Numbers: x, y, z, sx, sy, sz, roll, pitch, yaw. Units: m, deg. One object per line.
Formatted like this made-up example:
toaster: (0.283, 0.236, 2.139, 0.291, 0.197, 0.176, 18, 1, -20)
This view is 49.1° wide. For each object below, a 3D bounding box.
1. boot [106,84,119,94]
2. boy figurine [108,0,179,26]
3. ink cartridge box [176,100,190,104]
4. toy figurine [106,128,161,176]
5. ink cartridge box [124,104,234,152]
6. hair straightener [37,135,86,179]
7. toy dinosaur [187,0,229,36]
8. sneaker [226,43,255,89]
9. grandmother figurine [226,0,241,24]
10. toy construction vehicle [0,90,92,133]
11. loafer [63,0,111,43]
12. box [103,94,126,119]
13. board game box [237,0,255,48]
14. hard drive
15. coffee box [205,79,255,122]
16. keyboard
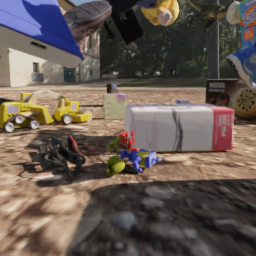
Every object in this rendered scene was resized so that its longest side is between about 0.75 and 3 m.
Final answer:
boot: (-0.679, -1.832, 15.258, 0.883, 1.145, 2.363, 2, 10, 9)
boy figurine: (0.295, -2.575, 5.264, 0.861, 1.662, 2.674, -41, -1, 23)
ink cartridge box: (2.899, -1.333, 14.881, 0.552, 0.309, 0.810, -1, 8, -5)
toy figurine: (0.163, 0.379, 4.054, 0.610, 0.537, 1.018, 9, 13, 20)
ink cartridge box: (0.921, -0.052, 5.659, 1.908, 0.809, 1.389, -3, 10, -5)
hair straightener: (-1.093, 0.443, 4.420, 0.651, 0.346, 1.691, -4, 15, -19)
toy dinosaur: (2.644, -3.845, 9.612, 0.568, 1.055, 2.393, 3, 29, -41)
sneaker: (1.761, -0.875, 3.888, 0.497, 0.438, 1.115, -35, -18, 25)
grandmother figurine: (3.429, -3.251, 6.911, 2.045, 1.240, 0.619, -22, 19, 31)
toy construction vehicle: (-2.725, -0.643, 8.592, 2.819, 0.993, 2.455, -8, 12, -39)
loafer: (-1.325, -2.482, 7.011, 2.155, 0.679, 0.775, -36, 59, -19)
box: (-0.467, -0.746, 9.681, 0.744, 0.846, 0.409, -3, 10, -12)
board game box: (3.037, -2.042, 6.024, 0.388, 1.722, 1.310, -11, 5, -17)
hard drive: (-1.870, -2.313, 4.405, 0.349, 2.753, 1.816, -35, -19, 25)
coffee box: (3.823, -0.972, 9.469, 0.958, 1.357, 2.400, -5, 11, -32)
keyboard: (-0.341, -3.302, 8.396, 1.097, 1.726, 0.178, -25, 27, 11)
